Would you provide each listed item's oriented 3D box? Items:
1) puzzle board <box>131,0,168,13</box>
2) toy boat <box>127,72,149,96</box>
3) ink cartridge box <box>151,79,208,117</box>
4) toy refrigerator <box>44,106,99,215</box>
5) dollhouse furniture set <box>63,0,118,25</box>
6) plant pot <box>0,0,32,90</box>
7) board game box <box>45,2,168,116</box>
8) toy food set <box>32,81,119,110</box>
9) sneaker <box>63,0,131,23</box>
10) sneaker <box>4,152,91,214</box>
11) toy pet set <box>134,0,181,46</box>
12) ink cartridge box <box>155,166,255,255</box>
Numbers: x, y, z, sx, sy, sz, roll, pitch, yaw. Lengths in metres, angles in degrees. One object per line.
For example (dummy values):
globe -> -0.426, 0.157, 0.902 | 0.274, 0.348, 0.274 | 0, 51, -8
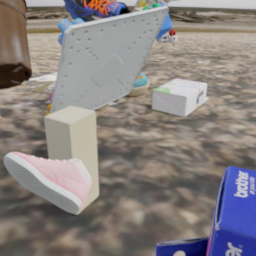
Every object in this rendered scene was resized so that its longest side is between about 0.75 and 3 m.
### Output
puzzle board -> 0.837, -4.416, 10.698 | 0.216, 1.868, 2.479 | 37, 22, 15
toy boat -> -0.189, -1.966, 11.636 | 2.126, 0.988, 1.787 | 1, 25, 1
ink cartridge box -> 1.999, -1.219, 10.261 | 1.332, 0.766, 2.275 | 16, 29, 31
toy refrigerator -> -1.006, 0.579, 5.088 | 0.633, 1.810, 0.687 | 14, 28, 28
dollhouse furniture set -> -0.858, -3.795, 9.230 | 2.428, 2.071, 1.186 | -37, 41, 9
plant pot -> -3.491, -2.222, 7.273 | 2.105, 2.084, 2.105 | -16, -9, -3
board game box -> -0.504, -1.255, 5.706 | 2.480, 2.480, 0.321 | -30, 69, -38
toy food set -> -1.917, -1.071, 10.429 | 2.938, 0.463, 1.868 | 13, 27, 10
sneaker -> -0.525, -3.146, 7.697 | 2.642, 0.995, 1.036 | 27, -22, -11
sneaker -> -0.889, 0.516, 3.282 | 1.025, 0.386, 0.536 | 33, 44, -2
toy pet set -> 1.365, -3.918, 9.681 | 2.212, 2.369, 1.258 | -23, 46, -27
ink cartridge box -> 1.721, 1.615, 2.614 | 2.898, 1.977, 1.106 | 11, 24, 22
